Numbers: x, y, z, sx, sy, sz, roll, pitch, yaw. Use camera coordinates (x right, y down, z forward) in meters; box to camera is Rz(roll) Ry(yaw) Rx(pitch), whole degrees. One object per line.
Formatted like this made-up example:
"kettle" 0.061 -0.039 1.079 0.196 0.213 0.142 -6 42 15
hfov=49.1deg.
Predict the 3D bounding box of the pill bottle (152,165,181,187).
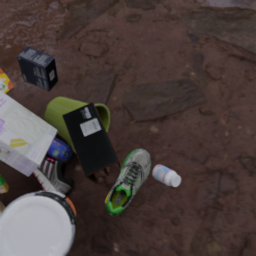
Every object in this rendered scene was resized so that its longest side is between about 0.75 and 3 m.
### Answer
"pill bottle" 1.027 1.286 7.456 0.409 0.409 0.752 -41 33 -20

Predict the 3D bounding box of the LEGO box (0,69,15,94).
"LEGO box" -5.087 -0.849 9.023 1.681 0.871 2.257 -18 25 38

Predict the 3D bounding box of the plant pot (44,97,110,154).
"plant pot" -2.187 -0.279 11.220 2.051 2.160 2.160 25 63 28

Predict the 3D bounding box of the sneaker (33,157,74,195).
"sneaker" -3.009 1.498 10.673 1.171 0.987 2.677 -35 72 -17

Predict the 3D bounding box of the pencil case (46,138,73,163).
"pencil case" -3.069 0.672 11.219 1.837 0.798 0.717 31 35 15

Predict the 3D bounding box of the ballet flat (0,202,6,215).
"ballet flat" -3.922 3.099 8.234 0.848 0.785 2.404 -16 60 -19

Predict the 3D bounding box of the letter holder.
"letter holder" -1.077 0.547 8.942 1.066 1.506 2.119 -24 67 -4

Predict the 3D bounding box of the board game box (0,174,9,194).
"board game box" -4.159 1.607 8.009 1.125 0.861 0.227 -13 37 0

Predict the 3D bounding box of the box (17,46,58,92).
"box" -2.718 -1.778 8.508 0.951 1.044 0.544 23 56 9

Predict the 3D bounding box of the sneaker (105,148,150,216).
"sneaker" 0.071 1.629 8.372 0.874 0.954 2.240 27 77 0

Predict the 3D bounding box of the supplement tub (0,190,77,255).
"supplement tub" -2.253 2.557 7.417 1.741 2.843 1.741 2 78 -9

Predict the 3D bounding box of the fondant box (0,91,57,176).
"fondant box" -3.383 0.068 8.044 2.328 0.678 1.680 37 30 -18
